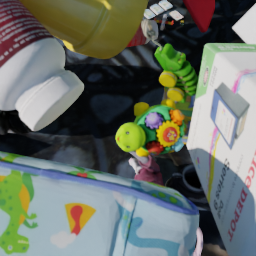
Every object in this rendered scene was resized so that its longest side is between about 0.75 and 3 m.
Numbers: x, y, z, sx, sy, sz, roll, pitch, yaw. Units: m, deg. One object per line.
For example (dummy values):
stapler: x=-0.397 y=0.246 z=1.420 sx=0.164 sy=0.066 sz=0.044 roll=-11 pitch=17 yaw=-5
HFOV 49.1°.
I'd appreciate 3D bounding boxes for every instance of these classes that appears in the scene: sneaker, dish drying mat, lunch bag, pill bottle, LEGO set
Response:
sneaker: x=1.954 y=1.356 z=6.192 sx=2.201 sy=1.252 sz=0.831 roll=6 pitch=59 yaw=4
dish drying mat: x=1.450 y=-3.588 z=6.669 sx=0.265 sy=2.908 sz=1.117 roll=16 pitch=80 yaw=38
lunch bag: x=-0.771 y=0.998 z=3.201 sx=2.918 sy=2.345 sz=1.203 roll=11 pitch=82 yaw=4
pill bottle: x=0.164 y=-2.394 z=7.057 sx=1.098 sy=0.616 sz=0.616 roll=-13 pitch=60 yaw=-13
LEGO set: x=1.329 y=-4.035 z=9.968 sx=1.100 sy=0.361 sz=1.473 roll=-31 pitch=64 yaw=-13
pill bottle: x=-2.111 y=-1.324 z=4.718 sx=2.749 sy=1.553 sz=1.553 roll=46 pitch=67 yaw=-2

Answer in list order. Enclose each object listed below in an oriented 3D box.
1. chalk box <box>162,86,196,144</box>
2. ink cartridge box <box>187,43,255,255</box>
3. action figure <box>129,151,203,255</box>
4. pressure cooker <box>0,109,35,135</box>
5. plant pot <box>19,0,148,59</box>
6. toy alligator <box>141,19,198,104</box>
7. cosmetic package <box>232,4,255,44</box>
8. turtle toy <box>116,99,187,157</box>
chalk box: x=1.824 y=-0.321 z=7.238 sx=1.911 sy=1.183 sz=1.189 roll=4 pitch=60 yaw=3
ink cartridge box: x=1.732 y=0.143 z=3.762 sx=1.182 sy=1.963 sz=2.702 roll=1 pitch=30 yaw=-4
action figure: x=0.533 y=1.326 z=5.983 sx=1.868 sy=1.681 sz=2.509 roll=12 pitch=27 yaw=-6
pressure cooker: x=-3.043 y=-1.051 z=7.046 sx=2.662 sy=2.378 sz=2.341 roll=7 pitch=90 yaw=4
plant pot: x=-1.358 y=-3.170 z=6.133 sx=2.623 sy=2.789 sz=2.789 roll=5 pitch=52 yaw=-38
toy alligator: x=0.842 y=-1.053 z=4.819 sx=0.528 sy=1.946 sz=0.577 roll=6 pitch=59 yaw=35
cosmetic package: x=3.530 y=-2.178 z=5.530 sx=1.311 sy=2.133 sz=2.126 roll=53 pitch=29 yaw=19
turtle toy: x=0.475 y=0.083 z=5.321 sx=1.534 sy=1.118 sz=0.775 roll=-9 pitch=15 yaw=-20
